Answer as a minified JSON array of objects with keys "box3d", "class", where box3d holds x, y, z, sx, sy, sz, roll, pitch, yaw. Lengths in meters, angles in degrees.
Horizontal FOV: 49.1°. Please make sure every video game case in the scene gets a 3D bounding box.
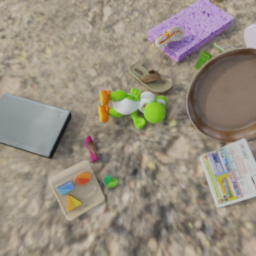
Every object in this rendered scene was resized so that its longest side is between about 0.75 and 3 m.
[{"box3d":[2.869,1.259,7.773,1.407,0.170,1.545,-28,60,27],"class":"video game case"}]

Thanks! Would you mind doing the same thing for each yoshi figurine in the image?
[{"box3d":[0.237,-0.600,8.639,2.199,1.236,1.231,-3,82,-14],"class":"yoshi figurine"}]

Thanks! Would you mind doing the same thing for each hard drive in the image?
[{"box3d":[-3.182,-0.099,8.794,2.339,0.385,1.633,16,64,8],"class":"hard drive"}]

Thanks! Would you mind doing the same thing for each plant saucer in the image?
[{"box3d":[3.137,-0.920,8.194,2.900,2.900,0.465,2,28,1],"class":"plant saucer"}]

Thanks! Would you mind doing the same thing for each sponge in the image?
[{"box3d":[2.368,-3.763,10.614,2.912,0.434,1.625,-36,66,-16],"class":"sponge"}]

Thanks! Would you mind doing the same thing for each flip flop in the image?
[{"box3d":[0.745,-1.759,9.566,1.735,0.499,0.703,38,65,21],"class":"flip flop"}]

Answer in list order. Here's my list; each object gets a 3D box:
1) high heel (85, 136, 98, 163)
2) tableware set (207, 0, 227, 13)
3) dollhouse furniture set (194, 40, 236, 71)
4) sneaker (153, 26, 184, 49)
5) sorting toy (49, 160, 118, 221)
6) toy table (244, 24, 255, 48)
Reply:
[{"box3d":[-1.053,0.588,8.395,0.300,0.427,0.889,0,66,-37],"class":"high heel"},{"box3d":[3.638,-5.140,11.454,0.819,0.248,1.239,6,63,3],"class":"tableware set"},{"box3d":[3.225,-2.527,10.113,1.761,0.680,0.880,-26,57,-34],"class":"dollhouse furniture set"},{"box3d":[1.401,-3.183,9.806,1.293,0.499,0.506,-28,111,-15],"class":"sneaker"},{"box3d":[-1.131,1.572,7.694,1.718,0.253,1.270,-26,95,-22],"class":"sorting toy"},{"box3d":[5.103,-2.543,9.150,1.448,2.273,2.472,-26,88,4],"class":"toy table"}]
